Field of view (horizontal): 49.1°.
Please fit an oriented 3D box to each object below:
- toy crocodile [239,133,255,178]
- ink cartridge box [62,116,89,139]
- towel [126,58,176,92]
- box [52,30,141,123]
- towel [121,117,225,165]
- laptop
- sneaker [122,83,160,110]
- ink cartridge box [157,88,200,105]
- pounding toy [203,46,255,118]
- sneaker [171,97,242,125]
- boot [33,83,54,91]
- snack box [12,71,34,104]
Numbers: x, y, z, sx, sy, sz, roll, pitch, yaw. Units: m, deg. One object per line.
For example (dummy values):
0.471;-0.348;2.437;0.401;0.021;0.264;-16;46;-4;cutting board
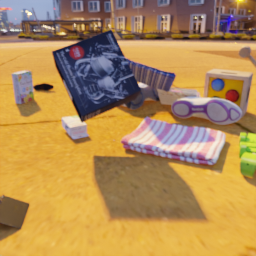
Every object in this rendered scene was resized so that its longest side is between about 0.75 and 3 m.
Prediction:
3.297;0.618;7.393;0.736;0.673;2.181;8;18;22;toy crocodile
-1.723;-0.036;9.147;0.585;0.336;0.999;-12;32;-30;ink cartridge box
0.676;-1.945;10.323;2.051;0.245;1.485;20;-13;5;towel
-0.919;-1.461;8.080;1.825;2.004;1.043;-25;-5;-13;box
1.396;0.318;8.351;2.733;0.409;2.000;9;24;23;towel
-2.431;1.697;5.339;0.806;0.467;0.755;-29;21;5;laptop
0.557;-1.644;12.534;1.277;1.092;2.932;14;24;42;sneaker
2.075;-1.378;11.517;1.683;1.461;0.366;9;67;21;ink cartridge box
4.168;-1.774;10.696;2.253;2.565;1.173;13;25;29;pounding toy
2.966;-0.810;10.484;2.517;0.942;1.254;12;25;28;sneaker
-4.391;-2.225;14.819;1.116;0.417;0.541;1;24;9;boot
-4.683;-1.827;12.531;0.354;1.335;0.949;8;22;17;snack box
